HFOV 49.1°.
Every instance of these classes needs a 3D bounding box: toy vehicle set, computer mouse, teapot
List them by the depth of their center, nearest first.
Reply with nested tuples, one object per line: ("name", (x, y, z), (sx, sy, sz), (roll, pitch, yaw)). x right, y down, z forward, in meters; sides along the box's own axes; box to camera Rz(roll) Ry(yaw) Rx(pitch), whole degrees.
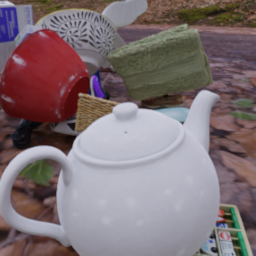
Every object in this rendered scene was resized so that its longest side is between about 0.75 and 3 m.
("toy vehicle set", (1.242, 1.799, 4.256), (1.116, 0.238, 1.796), (3, 24, 7))
("teapot", (0.027, 0.626, 4.344), (2.734, 2.023, 2.770), (-2, 25, 18))
("computer mouse", (-1.596, -0.073, 7.860), (2.947, 0.646, 1.616), (-5, 27, 0))

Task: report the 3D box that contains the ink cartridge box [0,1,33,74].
("ink cartridge box", (-4.123, -2.744, 8.797), (2.284, 2.263, 0.496), (-16, 48, -28))

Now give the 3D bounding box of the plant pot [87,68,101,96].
("plant pot", (-2.128, -1.993, 11.117), (1.436, 1.597, 1.597), (-27, 36, -34))

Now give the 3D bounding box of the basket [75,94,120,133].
("basket", (-0.508, -0.315, 6.598), (1.256, 0.935, 0.896), (14, 20, 12))

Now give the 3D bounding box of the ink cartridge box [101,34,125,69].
("ink cartridge box", (-0.900, -3.376, 11.564), (1.352, 0.978, 0.995), (-39, 47, 9))

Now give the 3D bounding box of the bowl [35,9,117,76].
("bowl", (-1.631, -2.447, 9.055), (2.709, 1.271, 2.709), (-7, -14, -2))

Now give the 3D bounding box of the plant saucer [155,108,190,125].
("plant saucer", (0.933, -0.238, 7.407), (2.119, 0.408, 2.119), (-7, -4, -1))

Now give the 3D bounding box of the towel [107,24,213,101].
("towel", (0.977, -1.863, 8.735), (2.983, 2.213, 0.544), (-7, 46, 30))

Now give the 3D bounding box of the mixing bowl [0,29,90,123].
("mixing bowl", (-1.824, -1.037, 7.016), (1.315, 2.427, 2.427), (29, 31, 10))

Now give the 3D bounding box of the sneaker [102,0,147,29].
("sneaker", (-0.253, -3.914, 9.829), (0.954, 0.861, 2.329), (-15, 18, 47))

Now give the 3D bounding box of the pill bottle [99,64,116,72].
("pill bottle", (-1.041, -3.584, 15.242), (1.812, 0.993, 0.993), (8, 26, 19))

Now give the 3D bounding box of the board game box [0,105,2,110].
("board game box", (-4.073, -0.983, 7.796), (1.277, 1.278, 0.394), (4, 39, 8))

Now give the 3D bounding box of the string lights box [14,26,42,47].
("string lights box", (-2.684, -1.936, 8.180), (0.523, 1.775, 0.912), (-14, -3, -44))

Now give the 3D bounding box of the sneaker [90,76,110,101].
("sneaker", (-0.755, -0.946, 7.760), (0.525, 1.056, 0.367), (-7, -12, 0))

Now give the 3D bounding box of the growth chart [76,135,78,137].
("growth chart", (-0.847, 0.082, 8.173), (1.333, 0.163, 1.842), (-22, 32, -37))

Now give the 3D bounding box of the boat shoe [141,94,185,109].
("boat shoe", (1.217, -1.020, 9.962), (1.641, 0.589, 0.621), (5, 21, 28))
